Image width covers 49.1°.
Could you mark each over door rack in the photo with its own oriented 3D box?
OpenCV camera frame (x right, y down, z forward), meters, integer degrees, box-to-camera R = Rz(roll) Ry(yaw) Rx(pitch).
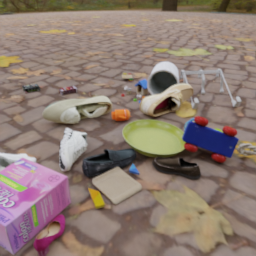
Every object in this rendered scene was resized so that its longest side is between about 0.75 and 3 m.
[{"bbox_3d":[3.888,-1.845,13.880,2.178,0.982,2.948,-4,43,-3],"label":"over door rack"}]

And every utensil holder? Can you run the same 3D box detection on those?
[{"bbox_3d":[1.835,-2.452,14.215,1.542,1.542,1.815,5,28,10],"label":"utensil holder"}]

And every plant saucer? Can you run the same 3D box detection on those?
[{"bbox_3d":[0.952,0.408,10.080,2.362,0.367,2.362,5,30,-3],"label":"plant saucer"}]

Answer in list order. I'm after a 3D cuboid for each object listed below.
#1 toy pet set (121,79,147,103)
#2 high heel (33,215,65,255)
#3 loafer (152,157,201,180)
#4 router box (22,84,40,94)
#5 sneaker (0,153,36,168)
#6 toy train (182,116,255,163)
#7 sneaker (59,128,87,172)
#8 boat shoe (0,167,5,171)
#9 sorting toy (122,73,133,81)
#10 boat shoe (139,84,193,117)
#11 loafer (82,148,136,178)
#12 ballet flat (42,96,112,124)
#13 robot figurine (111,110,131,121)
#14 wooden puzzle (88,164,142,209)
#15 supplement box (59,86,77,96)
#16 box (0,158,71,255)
[{"bbox_3d":[0.530,-1.929,14.079,1.380,0.733,1.288,24,37,36],"label":"toy pet set"},{"bbox_3d":[-1.787,2.356,6.517,0.410,0.585,1.216,4,29,7],"label":"high heel"},{"bbox_3d":[1.518,1.128,8.757,1.551,0.553,0.566,11,31,18],"label":"loafer"},{"bbox_3d":[-5.155,-2.101,14.884,0.795,0.247,0.596,-15,33,-26],"label":"router box"},{"bbox_3d":[-3.593,1.066,9.036,1.327,0.517,0.659,14,24,7],"label":"sneaker"},{"bbox_3d":[3.238,0.449,9.667,2.769,1.172,1.602,20,13,3],"label":"toy train"},{"bbox_3d":[-1.834,0.683,9.431,0.858,0.795,2.117,6,29,-6],"label":"sneaker"},{"bbox_3d":[-4.113,1.585,8.062,1.326,0.410,0.497,-29,56,-29],"label":"boat shoe"},{"bbox_3d":[-0.064,-2.945,16.450,0.581,0.204,1.204,-2,30,-4],"label":"sorting toy"},{"bbox_3d":[1.911,-1.144,12.487,2.821,1.040,0.976,-24,39,-21],"label":"boat shoe"},{"bbox_3d":[-0.561,0.987,8.889,1.902,0.668,0.646,-17,32,-27],"label":"loafer"},{"bbox_3d":[-1.993,-0.702,11.717,2.995,1.040,1.040,-17,33,-28],"label":"ballet flat"},{"bbox_3d":[-0.283,-0.533,11.849,0.822,0.479,0.591,-5,-11,-8],"label":"robot figurine"},{"bbox_3d":[-0.347,1.681,8.161,1.807,0.211,1.219,-17,38,-28],"label":"wooden puzzle"},{"bbox_3d":[-3.137,-1.946,14.607,0.819,0.249,0.446,-17,34,-26],"label":"supplement box"},{"bbox_3d":[-2.774,1.828,7.094,1.717,0.944,1.952,17,34,27],"label":"box"}]
